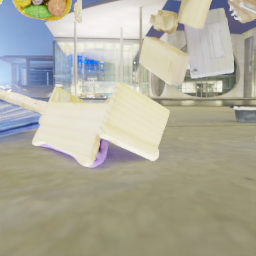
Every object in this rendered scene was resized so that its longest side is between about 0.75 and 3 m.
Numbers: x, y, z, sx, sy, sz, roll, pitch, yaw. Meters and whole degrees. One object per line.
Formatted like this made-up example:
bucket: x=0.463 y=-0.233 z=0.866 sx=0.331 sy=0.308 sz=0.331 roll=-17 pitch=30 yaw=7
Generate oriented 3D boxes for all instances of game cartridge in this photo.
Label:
game cartridge: x=2.827 y=-2.977 z=9.877 sx=1.500 sy=2.314 sz=0.444 roll=-6 pitch=-8 yaw=4

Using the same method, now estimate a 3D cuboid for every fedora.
fedora: x=4.330 y=-0.516 z=10.040 sx=1.355 sy=0.619 sz=1.355 roll=0 pitch=5 yaw=0

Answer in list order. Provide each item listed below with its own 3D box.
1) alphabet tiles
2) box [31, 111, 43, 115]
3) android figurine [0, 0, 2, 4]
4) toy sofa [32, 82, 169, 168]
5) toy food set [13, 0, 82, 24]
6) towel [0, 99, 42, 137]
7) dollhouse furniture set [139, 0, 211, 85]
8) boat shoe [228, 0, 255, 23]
alphabet tiles: x=-2.343 y=-0.547 z=7.787 sx=2.826 sy=0.206 sz=2.764 roll=20 pitch=3 yaw=15
box: x=-2.773 y=-0.292 z=8.550 sx=0.876 sy=0.456 sz=0.797 roll=1 pitch=7 yaw=8
android figurine: x=-4.535 y=-4.153 z=9.606 sx=0.202 sy=0.984 sz=0.896 roll=24 pitch=-50 yaw=-29
toy sofa: x=-0.530 y=0.017 z=4.172 sx=0.902 sy=1.063 sz=2.178 roll=27 pitch=-11 yaw=-35
toy food set: x=-2.095 y=-3.351 z=7.273 sx=1.864 sy=1.097 sz=0.609 roll=4 pitch=24 yaw=-12
towel: x=-3.315 y=-0.390 z=5.944 sx=2.836 sy=0.338 sz=2.053 roll=20 pitch=22 yaw=31
dollhouse furniture set: x=2.322 y=-3.118 z=9.348 sx=2.426 sy=2.977 sz=2.831 roll=-2 pitch=31 yaw=-26
boat shoe: x=2.411 y=-2.521 z=5.463 sx=2.393 sy=0.866 sz=0.864 roll=35 pitch=62 yaw=22
